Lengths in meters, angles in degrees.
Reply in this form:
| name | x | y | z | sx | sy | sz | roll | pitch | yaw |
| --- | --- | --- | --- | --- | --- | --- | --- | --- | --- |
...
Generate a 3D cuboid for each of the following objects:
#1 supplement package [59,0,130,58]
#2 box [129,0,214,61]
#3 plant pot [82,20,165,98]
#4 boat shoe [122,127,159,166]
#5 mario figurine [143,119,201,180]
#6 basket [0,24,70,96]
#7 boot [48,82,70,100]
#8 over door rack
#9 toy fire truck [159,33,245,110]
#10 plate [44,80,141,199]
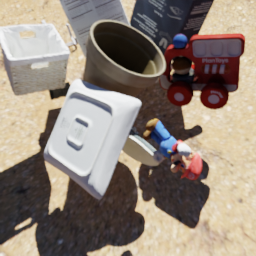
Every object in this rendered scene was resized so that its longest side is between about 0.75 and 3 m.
| name | x | y | z | sx | sy | sz | roll | pitch | yaw |
| --- | --- | --- | --- | --- | --- | --- | --- | --- | --- |
| supplement package | -1.176 | -4.045 | 10.781 | 2.019 | 2.680 | 2.034 | -24 | 17 | -1 |
| box | 1.634 | -4.661 | 11.562 | 1.578 | 2.688 | 2.643 | -25 | 60 | -37 |
| plant pot | -0.450 | -1.842 | 9.357 | 2.625 | 2.277 | 2.625 | 19 | 46 | -20 |
| boat shoe | -0.031 | 0.139 | 8.884 | 2.814 | 1.025 | 0.869 | 37 | 56 | -7 |
| mario figurine | 1.083 | 0.670 | 7.393 | 1.004 | 1.169 | 1.894 | -49 | 67 | 7 |
| basket | -3.026 | -2.201 | 9.011 | 1.830 | 1.485 | 1.846 | -15 | 52 | -25 |
| boot | -2.691 | -1.666 | 10.856 | 0.851 | 0.441 | 1.302 | -12 | 68 | -14 |
| over door rack | -3.332 | -5.341 | 14.902 | 1.880 | 0.848 | 2.545 | -27 | 59 | -18 |
| toy fire truck | 2.348 | -2.014 | 9.322 | 2.773 | 2.329 | 1.555 | 8 | 43 | 24 |
| plate | -1.270 | 0.134 | 7.909 | 2.811 | 0.454 | 2.805 | 24 | 93 | 39 |
